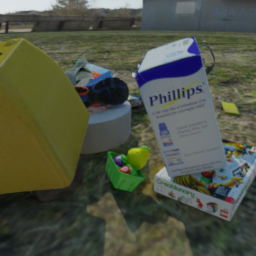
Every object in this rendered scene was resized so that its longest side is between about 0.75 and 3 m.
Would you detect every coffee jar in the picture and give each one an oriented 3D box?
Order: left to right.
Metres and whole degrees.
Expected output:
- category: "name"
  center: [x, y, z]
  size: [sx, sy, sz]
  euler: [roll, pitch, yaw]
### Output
- category: "coffee jar"
  center: [-1.944, 0.725, 6.341]
  size: [1.152, 0.943, 2.210]
  euler: [-17, 28, -32]

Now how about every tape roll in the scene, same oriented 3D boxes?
- category: "tape roll"
  center: [-1.294, -0.247, 8.622]
  size: [2.780, 0.918, 2.780]
  euler: [0, 24, 0]

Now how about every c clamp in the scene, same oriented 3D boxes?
- category: "c clamp"
  center: [-0.041, -1.131, 11.463]
  size: [2.597, 0.352, 2.218]
  euler: [2, 30, 5]

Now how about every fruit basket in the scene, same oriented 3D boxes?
- category: "fruit basket"
  center: [0.016, 0.777, 6.173]
  size: [0.750, 1.040, 1.040]
  euler: [19, 14, -27]

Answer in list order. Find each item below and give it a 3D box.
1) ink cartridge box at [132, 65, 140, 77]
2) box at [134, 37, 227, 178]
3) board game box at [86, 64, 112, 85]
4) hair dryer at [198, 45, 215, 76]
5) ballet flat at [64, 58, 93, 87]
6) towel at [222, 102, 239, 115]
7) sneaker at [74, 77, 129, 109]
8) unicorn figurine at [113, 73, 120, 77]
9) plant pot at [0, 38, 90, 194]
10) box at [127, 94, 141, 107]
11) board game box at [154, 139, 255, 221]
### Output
- category: "ink cartridge box"
  center: [1.056, -3.218, 15.899]
  size: [1.645, 0.555, 0.958]
  euler: [0, 24, 0]
- category: "box"
  center: [1.171, -0.531, 6.053]
  size: [1.220, 2.326, 2.139]
  euler: [-13, 22, 16]
- category: "board game box"
  center: [-2.067, -1.967, 12.187]
  size: [2.086, 0.595, 2.130]
  euler: [-32, 35, -21]
- category: "hair dryer"
  center: [1.607, -1.150, 8.662]
  size: [1.991, 2.614, 0.710]
  euler: [5, 16, 35]
- category: "ballet flat"
  center: [-1.823, -1.959, 10.714]
  size: [0.865, 0.915, 2.716]
  euler: [14, 30, 7]
- category: "towel"
  center: [3.927, -0.741, 10.811]
  size: [0.523, 0.110, 1.216]
  euler: [9, 24, 8]
- category: "sneaker"
  center: [-1.029, -0.983, 8.268]
  size: [2.333, 0.879, 0.915]
  euler: [-11, 8, -28]
- category: "unicorn figurine"
  center: [-1.032, -2.056, 12.988]
  size: [2.579, 0.952, 1.771]
  euler: [-2, 30, 31]
- category: "plant pot"
  center: [-2.323, -0.332, 5.428]
  size: [2.253, 2.305, 2.238]
  euler: [-9, 39, 11]
- category: "box"
  center: [-0.465, -1.107, 10.714]
  size: [1.130, 0.312, 1.655]
  euler: [-13, 25, -40]
- category: "board game box"
  center: [1.957, 0.952, 6.439]
  size: [1.637, 0.449, 2.593]
  euler: [15, 28, 33]
